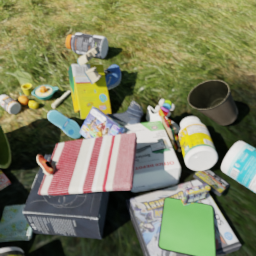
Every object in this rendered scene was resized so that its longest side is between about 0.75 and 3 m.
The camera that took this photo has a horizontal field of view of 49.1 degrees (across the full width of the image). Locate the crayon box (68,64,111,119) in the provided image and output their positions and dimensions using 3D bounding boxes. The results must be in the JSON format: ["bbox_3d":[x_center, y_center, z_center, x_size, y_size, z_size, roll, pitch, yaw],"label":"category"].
[{"bbox_3d":[-1.768,-1.641,12.885,1.585,0.634,2.496,-7,84,-31],"label":"crayon box"}]

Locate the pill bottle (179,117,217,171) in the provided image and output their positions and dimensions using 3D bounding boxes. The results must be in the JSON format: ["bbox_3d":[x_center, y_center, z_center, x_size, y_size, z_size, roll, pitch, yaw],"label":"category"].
[{"bbox_3d":[2.568,0.520,10.689,1.163,1.163,2.062,-1,40,-1],"label":"pill bottle"}]

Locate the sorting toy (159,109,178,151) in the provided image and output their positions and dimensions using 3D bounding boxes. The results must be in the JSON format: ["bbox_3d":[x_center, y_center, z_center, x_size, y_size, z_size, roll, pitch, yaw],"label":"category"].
[{"bbox_3d":[1.660,0.018,11.210,0.324,1.918,0.925,-23,44,0],"label":"sorting toy"}]

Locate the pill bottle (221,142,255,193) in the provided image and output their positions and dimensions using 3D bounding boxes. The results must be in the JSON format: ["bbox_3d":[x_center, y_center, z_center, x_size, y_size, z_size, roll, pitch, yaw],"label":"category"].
[{"bbox_3d":[4.704,1.627,9.949,2.459,1.362,1.362,35,54,30],"label":"pill bottle"}]

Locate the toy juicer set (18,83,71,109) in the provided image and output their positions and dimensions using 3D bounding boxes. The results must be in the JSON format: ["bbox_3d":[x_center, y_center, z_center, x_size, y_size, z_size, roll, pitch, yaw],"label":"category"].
[{"bbox_3d":[-4.210,-1.581,13.747,2.448,0.666,1.558,4,44,4],"label":"toy juicer set"}]

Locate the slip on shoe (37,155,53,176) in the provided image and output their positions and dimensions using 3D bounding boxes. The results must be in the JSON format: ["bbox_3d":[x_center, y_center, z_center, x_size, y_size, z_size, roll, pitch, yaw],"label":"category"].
[{"bbox_3d":[-2.595,1.126,8.814,0.335,0.277,0.905,18,19,-49],"label":"slip on shoe"}]

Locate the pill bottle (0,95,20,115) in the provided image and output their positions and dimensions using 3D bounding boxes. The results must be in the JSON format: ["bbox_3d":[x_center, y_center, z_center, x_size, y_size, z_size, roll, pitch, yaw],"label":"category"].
[{"bbox_3d":[-5.664,-1.127,13.304,1.080,0.628,0.628,33,53,29],"label":"pill bottle"}]

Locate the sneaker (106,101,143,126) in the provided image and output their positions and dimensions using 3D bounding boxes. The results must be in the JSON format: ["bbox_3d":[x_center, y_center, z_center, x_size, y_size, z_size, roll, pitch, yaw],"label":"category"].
[{"bbox_3d":[-0.136,-0.691,12.401,1.682,1.215,0.639,20,7,19],"label":"sneaker"}]

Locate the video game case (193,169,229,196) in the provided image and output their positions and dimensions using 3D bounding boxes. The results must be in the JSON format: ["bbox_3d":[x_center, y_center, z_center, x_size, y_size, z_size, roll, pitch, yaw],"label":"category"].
[{"bbox_3d":[3.034,1.926,10.182,1.102,0.141,0.996,37,30,25],"label":"video game case"}]

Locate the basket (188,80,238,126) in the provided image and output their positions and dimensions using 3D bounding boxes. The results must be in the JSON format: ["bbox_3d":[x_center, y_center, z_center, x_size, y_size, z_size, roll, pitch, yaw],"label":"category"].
[{"bbox_3d":[3.833,-0.981,12.018,1.777,1.971,1.341,-7,63,41],"label":"basket"}]

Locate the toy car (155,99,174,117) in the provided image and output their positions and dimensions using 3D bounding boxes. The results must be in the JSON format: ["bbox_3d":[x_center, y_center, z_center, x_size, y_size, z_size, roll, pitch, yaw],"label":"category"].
[{"bbox_3d":[1.505,-0.757,11.509,0.659,0.754,0.565,27,27,-5],"label":"toy car"}]

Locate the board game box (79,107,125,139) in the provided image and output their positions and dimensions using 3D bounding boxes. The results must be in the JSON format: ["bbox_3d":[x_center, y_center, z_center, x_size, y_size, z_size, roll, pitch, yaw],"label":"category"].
[{"bbox_3d":[-1.091,0.110,11.263,1.886,1.277,0.325,37,12,38],"label":"board game box"}]

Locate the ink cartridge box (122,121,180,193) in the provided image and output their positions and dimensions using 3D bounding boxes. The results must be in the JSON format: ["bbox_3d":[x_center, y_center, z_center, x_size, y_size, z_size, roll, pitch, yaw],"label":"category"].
[{"bbox_3d":[0.744,1.026,10.759,1.838,1.061,2.516,-9,44,-8],"label":"ink cartridge box"}]

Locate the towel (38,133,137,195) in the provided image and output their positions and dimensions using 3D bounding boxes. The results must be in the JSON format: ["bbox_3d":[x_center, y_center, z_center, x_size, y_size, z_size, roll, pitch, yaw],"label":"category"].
[{"bbox_3d":[-1.176,1.144,8.735,2.920,0.332,2.103,-8,42,16],"label":"towel"}]

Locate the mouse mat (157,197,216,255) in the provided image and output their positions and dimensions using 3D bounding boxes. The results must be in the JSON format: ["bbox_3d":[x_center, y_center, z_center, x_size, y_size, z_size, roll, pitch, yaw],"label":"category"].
[{"bbox_3d":[1.833,3.013,8.642,1.664,0.078,2.068,8,34,9],"label":"mouse mat"}]

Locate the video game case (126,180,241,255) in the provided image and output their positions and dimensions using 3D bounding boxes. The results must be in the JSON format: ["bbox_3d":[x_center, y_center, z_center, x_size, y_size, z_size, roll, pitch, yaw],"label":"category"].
[{"bbox_3d":[1.679,3.109,9.139,2.887,0.368,2.609,-13,46,-13],"label":"video game case"}]

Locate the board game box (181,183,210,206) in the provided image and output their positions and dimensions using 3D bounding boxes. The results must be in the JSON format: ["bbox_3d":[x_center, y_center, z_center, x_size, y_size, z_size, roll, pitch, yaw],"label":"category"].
[{"bbox_3d":[2.222,2.201,9.246,0.817,0.675,0.232,-9,42,-19],"label":"board game box"}]

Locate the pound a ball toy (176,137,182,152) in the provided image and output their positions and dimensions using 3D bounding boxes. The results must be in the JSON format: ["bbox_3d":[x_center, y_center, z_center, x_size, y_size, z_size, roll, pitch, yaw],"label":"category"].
[{"bbox_3d":[2.421,0.668,11.708,0.916,0.389,0.598,-11,68,-9],"label":"pound a ball toy"}]

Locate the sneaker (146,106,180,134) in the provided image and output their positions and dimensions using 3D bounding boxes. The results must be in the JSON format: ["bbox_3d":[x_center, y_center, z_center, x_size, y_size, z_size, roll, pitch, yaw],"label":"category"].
[{"bbox_3d":[1.498,-0.362,12.373,1.791,0.792,0.674,31,52,30],"label":"sneaker"}]

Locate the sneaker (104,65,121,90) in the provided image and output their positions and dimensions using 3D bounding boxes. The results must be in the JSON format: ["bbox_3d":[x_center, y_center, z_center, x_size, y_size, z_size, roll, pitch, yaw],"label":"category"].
[{"bbox_3d":[-1.188,-2.573,14.375,1.066,1.210,2.714,19,47,19],"label":"sneaker"}]

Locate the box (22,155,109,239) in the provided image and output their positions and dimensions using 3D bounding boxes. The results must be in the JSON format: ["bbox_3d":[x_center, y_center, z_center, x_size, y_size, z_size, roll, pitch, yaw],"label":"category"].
[{"bbox_3d":[-1.851,2.219,9.278,2.262,1.426,2.301,3,44,6],"label":"box"}]

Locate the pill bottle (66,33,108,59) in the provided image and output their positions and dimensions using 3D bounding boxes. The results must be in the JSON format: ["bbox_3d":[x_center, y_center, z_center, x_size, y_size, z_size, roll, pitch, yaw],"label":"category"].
[{"bbox_3d":[-2.507,-4.974,16.800,2.378,1.263,1.263,13,46,13],"label":"pill bottle"}]

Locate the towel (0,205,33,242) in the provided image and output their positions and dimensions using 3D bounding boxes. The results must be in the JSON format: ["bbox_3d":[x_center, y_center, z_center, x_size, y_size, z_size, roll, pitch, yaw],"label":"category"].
[{"bbox_3d":[-3.636,3.100,9.198,1.076,0.303,1.257,-2,44,-3],"label":"towel"}]

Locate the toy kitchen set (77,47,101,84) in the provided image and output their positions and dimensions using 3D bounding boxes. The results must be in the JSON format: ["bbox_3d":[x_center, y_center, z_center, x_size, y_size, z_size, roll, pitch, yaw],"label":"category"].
[{"bbox_3d":[-1.715,-2.809,12.906,0.912,1.241,1.549,-23,21,29],"label":"toy kitchen set"}]

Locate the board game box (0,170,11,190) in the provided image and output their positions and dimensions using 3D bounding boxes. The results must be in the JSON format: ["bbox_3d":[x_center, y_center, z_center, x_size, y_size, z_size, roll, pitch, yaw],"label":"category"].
[{"bbox_3d":[-4.853,1.967,10.441,0.604,0.185,0.797,-35,54,-30],"label":"board game box"}]

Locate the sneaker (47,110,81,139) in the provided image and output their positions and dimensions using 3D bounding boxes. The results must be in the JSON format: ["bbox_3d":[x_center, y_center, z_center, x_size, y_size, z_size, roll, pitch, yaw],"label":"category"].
[{"bbox_3d":[-2.769,-0.205,12.204,0.662,1.665,1.087,-50,18,-7],"label":"sneaker"}]

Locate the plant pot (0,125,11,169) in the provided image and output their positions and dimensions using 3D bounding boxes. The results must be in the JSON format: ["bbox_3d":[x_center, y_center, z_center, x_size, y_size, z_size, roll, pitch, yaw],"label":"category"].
[{"bbox_3d":[-6.251,0.697,10.318,2.622,2.761,2.761,-22,47,-4],"label":"plant pot"}]

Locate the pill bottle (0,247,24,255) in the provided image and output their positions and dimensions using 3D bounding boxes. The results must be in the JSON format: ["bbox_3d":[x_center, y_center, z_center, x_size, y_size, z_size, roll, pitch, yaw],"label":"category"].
[{"bbox_3d":[-3.072,4.377,7.144,1.269,1.269,2.221,-20,51,-19],"label":"pill bottle"}]
